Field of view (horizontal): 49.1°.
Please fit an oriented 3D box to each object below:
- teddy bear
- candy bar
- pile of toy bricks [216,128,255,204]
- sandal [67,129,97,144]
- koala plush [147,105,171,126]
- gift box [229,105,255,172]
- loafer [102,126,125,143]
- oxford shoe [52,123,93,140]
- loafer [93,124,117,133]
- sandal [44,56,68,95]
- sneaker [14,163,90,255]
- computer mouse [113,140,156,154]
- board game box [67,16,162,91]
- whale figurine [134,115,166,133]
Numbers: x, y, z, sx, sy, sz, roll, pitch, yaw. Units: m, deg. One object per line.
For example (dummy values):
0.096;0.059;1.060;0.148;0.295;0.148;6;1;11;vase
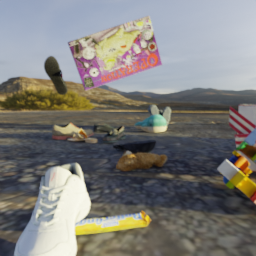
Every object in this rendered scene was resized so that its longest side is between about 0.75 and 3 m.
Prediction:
0.372;0.845;7.660;1.456;0.486;1.056;-1;4;-14;teddy bear
-0.363;1.374;4.012;1.385;0.153;0.345;-2;7;-13;candy bar
2.740;0.781;5.380;1.429;1.606;2.895;43;10;18;pile of toy bricks
-2.015;0.330;12.414;1.663;0.547;0.610;4;7;37;sandal
1.749;-0.442;17.728;1.475;1.529;1.664;8;-17;-14;koala plush
3.887;0.101;7.274;1.964;2.128;1.987;-1;4;45;gift box
-0.656;0.280;12.665;0.679;0.595;1.891;2;6;20;loafer
-2.598;0.134;13.336;2.008;0.751;0.707;-3;7;-30;oxford shoe
-1.281;0.001;15.920;1.431;0.502;0.486;0;6;4;loafer
-3.092;-2.240;12.020;0.646;1.721;0.388;-15;27;6;sandal
-0.954;0.986;3.503;0.710;0.905;1.822;-3;15;1;sneaker
0.340;0.700;9.786;1.126;0.429;1.626;-5;-3;-39;computer mouse
-0.376;-2.283;8.624;2.575;1.545;0.416;-19;21;-2;board game box
1.286;-0.278;16.143;1.937;1.005;1.541;6;8;43;whale figurine
